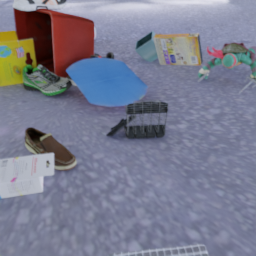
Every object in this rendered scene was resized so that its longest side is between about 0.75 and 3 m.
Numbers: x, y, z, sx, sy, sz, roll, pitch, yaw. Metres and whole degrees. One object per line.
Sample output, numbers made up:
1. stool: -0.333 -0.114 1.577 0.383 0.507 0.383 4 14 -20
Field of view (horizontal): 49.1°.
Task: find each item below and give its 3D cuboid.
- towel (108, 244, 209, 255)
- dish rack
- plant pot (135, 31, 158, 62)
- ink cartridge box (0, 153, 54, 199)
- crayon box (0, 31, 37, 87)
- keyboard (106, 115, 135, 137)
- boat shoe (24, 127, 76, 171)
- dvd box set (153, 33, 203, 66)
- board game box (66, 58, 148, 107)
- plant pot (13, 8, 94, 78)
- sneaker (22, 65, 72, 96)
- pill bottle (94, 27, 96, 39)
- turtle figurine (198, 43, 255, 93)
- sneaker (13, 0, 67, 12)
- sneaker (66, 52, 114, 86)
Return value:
1. towel: 0.427 2.114 3.340 1.532 0.655 1.268 -4 34 -7
2. dish rack: 0.407 -0.215 6.401 1.027 1.340 0.365 -4 52 -1
3. plant pot: 0.880 -3.170 11.218 0.849 0.865 0.847 -28 32 27
4. ink cartridge box: -2.038 0.917 5.410 1.240 0.421 0.714 -7 33 -10
5. crayon box: -4.325 -2.103 8.894 2.643 1.678 0.671 -13 51 -21
6. keyboard: -0.205 -0.067 6.989 0.870 0.090 0.553 -39 16 -24
7. boat shoe: -1.755 0.410 6.065 1.528 0.565 0.564 21 38 29
8. dvd box set: 1.462 -2.275 8.183 1.332 0.975 0.196 8 52 30
9. board game box: -0.659 -1.306 8.689 2.015 0.497 2.551 -18 50 -28
10. plant pot: -2.486 -3.087 10.066 2.317 2.315 2.042 27 35 35
11. sneaker: -2.623 -1.521 8.815 1.882 0.802 0.734 12 37 21
12. pill bottle: -2.290 -4.663 13.772 1.263 0.755 0.755 -16 36 -24
13. turtle figurine: 3.593 -2.203 9.518 2.068 1.391 2.762 18 31 26
14. sneaker: -2.651 -4.065 8.637 0.687 0.745 1.862 29 38 29
15. sneaker: -1.289 -2.120 9.687 0.840 0.893 2.181 23 40 32
